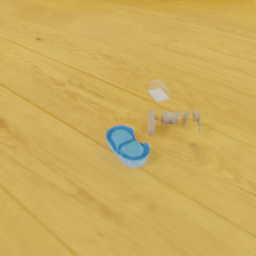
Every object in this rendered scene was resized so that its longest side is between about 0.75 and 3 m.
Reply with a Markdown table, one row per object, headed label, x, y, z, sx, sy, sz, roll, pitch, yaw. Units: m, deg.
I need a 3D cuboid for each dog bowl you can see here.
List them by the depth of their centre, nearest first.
| label | x | y | z | sx | sy | sz | roll | pitch | yaw |
| --- | --- | --- | --- | --- | --- | --- | --- | --- | --- |
| dog bowl | -0.035 | 0.686 | 10.380 | 1.127 | 0.501 | 2.022 | -23 | 45 | -25 |

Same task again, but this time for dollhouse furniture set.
| label | x | y | z | sx | sy | sz | roll | pitch | yaw |
| --- | --- | --- | --- | --- | --- | --- | --- | --- | --- |
| dollhouse furniture set | 1.801 | -0.148 | 11.213 | 2.004 | 1.039 | 0.887 | 0 | 79 | 2 |

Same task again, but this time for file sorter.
| label | x | y | z | sx | sy | sz | roll | pitch | yaw |
| --- | --- | --- | --- | --- | --- | --- | --- | --- | --- |
| file sorter | 1.448 | -1.759 | 13.203 | 0.663 | 0.595 | 0.955 | -15 | 43 | -17 |
